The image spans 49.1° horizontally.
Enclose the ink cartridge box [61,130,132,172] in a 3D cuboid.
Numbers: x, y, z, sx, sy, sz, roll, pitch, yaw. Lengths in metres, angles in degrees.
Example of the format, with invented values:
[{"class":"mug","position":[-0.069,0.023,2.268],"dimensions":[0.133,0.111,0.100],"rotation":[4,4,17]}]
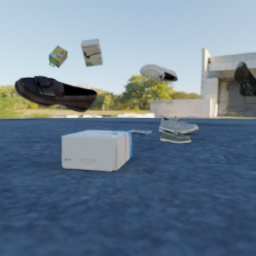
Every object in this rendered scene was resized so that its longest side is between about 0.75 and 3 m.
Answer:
[{"class":"ink cartridge box","position":[-0.804,0.576,8.033],"dimensions":[1.504,0.881,2.082],"rotation":[1,5,11]}]

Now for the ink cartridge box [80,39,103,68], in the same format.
[{"class":"ink cartridge box","position":[-1.702,-3.534,13.250],"dimensions":[0.867,1.183,0.491],"rotation":[-7,45,4]}]

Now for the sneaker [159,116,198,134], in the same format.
[{"class":"sneaker","position":[3.063,-0.210,17.583],"dimensions":[2.754,1.129,1.029],"rotation":[4,5,41]}]

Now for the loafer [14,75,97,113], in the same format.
[{"class":"loafer","position":[-2.189,-1.218,9.020],"dimensions":[0.898,1.025,2.852],"rotation":[-38,-28,27]}]

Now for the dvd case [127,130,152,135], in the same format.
[{"class":"dvd case","position":[0.638,0.278,17.672],"dimensions":[1.428,0.157,1.042],"rotation":[1,4,27]}]

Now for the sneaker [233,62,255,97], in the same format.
[{"class":"sneaker","position":[4.186,-1.660,9.690],"dimensions":[0.700,0.666,1.766],"rotation":[25,-11,41]}]

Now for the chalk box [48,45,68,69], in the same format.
[{"class":"chalk box","position":[-3.462,-3.374,13.597],"dimensions":[0.620,0.996,0.617],"rotation":[32,-23,-1]}]

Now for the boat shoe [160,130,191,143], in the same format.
[{"class":"boat shoe","position":[2.186,0.397,13.142],"dimensions":[0.641,0.537,1.795],"rotation":[-3,5,-35]}]

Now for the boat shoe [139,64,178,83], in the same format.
[{"class":"boat shoe","position":[1.637,-2.749,14.585],"dimensions":[2.131,0.767,0.700],"rotation":[10,30,-25]}]
